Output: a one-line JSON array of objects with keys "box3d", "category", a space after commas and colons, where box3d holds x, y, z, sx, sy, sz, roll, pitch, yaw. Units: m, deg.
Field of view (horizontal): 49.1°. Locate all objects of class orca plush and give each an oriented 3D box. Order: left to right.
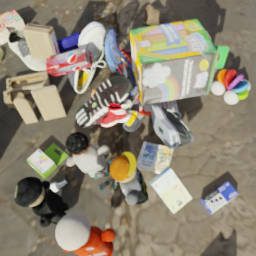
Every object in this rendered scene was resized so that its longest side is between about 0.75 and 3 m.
[{"box3d": [-2.354, 1.830, 9.134, 0.911, 0.479, 0.324, -39, 25, 5], "category": "orca plush"}]

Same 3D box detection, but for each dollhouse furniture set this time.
[{"box3d": [-3.600, -1.533, 10.253, 2.028, 1.737, 2.132, -13, 61, -7], "category": "dollhouse furniture set"}]

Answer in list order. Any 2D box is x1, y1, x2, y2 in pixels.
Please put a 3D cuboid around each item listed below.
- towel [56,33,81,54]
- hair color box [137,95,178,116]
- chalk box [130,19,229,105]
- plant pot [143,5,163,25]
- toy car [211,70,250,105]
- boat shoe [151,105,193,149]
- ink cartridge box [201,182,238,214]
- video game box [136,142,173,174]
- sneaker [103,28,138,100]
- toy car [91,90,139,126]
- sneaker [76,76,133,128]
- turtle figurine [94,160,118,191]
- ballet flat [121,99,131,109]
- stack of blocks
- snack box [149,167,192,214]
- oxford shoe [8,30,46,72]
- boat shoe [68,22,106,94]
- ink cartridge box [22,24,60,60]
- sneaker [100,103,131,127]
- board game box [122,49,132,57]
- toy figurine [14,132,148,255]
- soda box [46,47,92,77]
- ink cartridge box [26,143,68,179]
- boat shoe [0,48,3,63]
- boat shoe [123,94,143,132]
[{"box3d": [-2.295, -3.067, 10.784, 1.648, 1.217, 0.408, -15, 68, 16], "category": "towel"}, {"box3d": [1.079, -0.871, 10.260, 1.396, 0.446, 0.774, -2, 71, -22], "category": "hair color box"}, {"box3d": [1.603, -2.070, 8.661, 2.807, 1.746, 1.738, -10, 52, -4], "category": "chalk box"}, {"box3d": [1.204, -5.176, 12.953, 0.746, 0.856, 0.856, 4, 59, -17], "category": "plant pot"}, {"box3d": [4.013, -1.706, 10.751, 1.232, 1.055, 1.407, -39, 67, -21], "category": "toy car"}, {"box3d": [1.288, -0.147, 8.498, 0.794, 0.859, 2.326, -10, 22, -8], "category": "boat shoe"}, {"box3d": [2.927, 2.225, 8.959, 1.101, 0.243, 0.518, -29, 65, -16], "category": "ink cartridge box"}, {"box3d": [0.859, 0.980, 9.078, 1.017, 0.238, 0.926, 12, 65, 16], "category": "video game box"}, {"box3d": [-0.181, -2.291, 10.033, 1.047, 2.670, 1.006, -19, 33, 3], "category": "sneaker"}, {"box3d": [-0.632, -0.668, 9.510, 0.684, 1.008, 2.056, -55, 39, -2], "category": "toy car"}, {"box3d": [-0.481, -0.737, 8.446, 2.190, 1.265, 0.829, -33, 69, 30], "category": "sneaker"}, {"box3d": [-0.455, 1.432, 8.405, 1.126, 0.567, 0.843, -28, 64, 26], "category": "turtle figurine"}, {"box3d": [-0.282, -0.771, 10.311, 0.341, 0.951, 0.341, 25, 52, -36], "category": "ballet flat"}, {"box3d": [-5.676, -4.434, 12.593, 1.932, 0.566, 1.112, -33, 65, -18], "category": "stack of blocks"}, {"box3d": [1.031, 1.502, 6.726, 0.606, 0.193, 1.042, -38, 110, -5], "category": "snack box"}, {"box3d": [-4.096, -3.237, 11.786, 2.807, 0.811, 1.055, 38, 64, 17], "category": "oxford shoe"}, {"box3d": [-1.441, -2.370, 10.211, 1.019, 2.757, 1.175, 5, 43, -35], "category": "boat shoe"}, {"box3d": [-3.021, -2.980, 9.846, 0.977, 1.185, 0.445, 12, 51, 11], "category": "ink cartridge box"}, {"box3d": [-0.477, -0.399, 7.753, 1.062, 0.613, 0.416, -16, 38, 35], "category": "sneaker"}, {"box3d": [0.043, -2.956, 11.142, 0.760, 1.477, 0.144, -6, 98, -12], "category": "board game box"}, {"box3d": [-1.181, 1.700, 7.609, 2.954, 2.055, 2.909, 26, 68, 38], "category": "toy figurine"}, {"box3d": [-2.029, -2.233, 9.596, 1.582, 0.502, 0.554, -10, 78, 21], "category": "soda box"}, {"box3d": [-2.743, 1.031, 9.547, 0.810, 0.415, 1.096, 36, 67, 19], "category": "ink cartridge box"}, {"box3d": [-5.588, -3.157, 12.028, 0.328, 0.283, 0.899, -4, 60, -3], "category": "boat shoe"}, {"box3d": [0.329, -0.693, 10.430, 0.685, 0.596, 1.857, 23, 63, 12], "category": "boat shoe"}]
